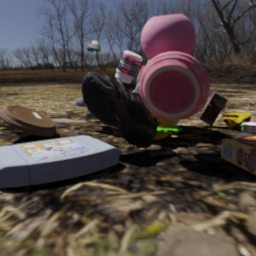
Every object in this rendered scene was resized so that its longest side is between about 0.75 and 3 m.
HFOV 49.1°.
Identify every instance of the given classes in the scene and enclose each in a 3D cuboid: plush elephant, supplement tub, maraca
[{"bbox_3d":[-0.194,-0.760,9.705,1.548,1.647,1.999,13,8,-45],"label":"plush elephant"},{"bbox_3d":[0.009,-1.911,8.819,0.620,0.883,0.620,23,20,-9],"label":"supplement tub"},{"bbox_3d":[0.880,-0.057,8.474,1.148,0.896,1.674,-8,16,-20],"label":"maraca"}]

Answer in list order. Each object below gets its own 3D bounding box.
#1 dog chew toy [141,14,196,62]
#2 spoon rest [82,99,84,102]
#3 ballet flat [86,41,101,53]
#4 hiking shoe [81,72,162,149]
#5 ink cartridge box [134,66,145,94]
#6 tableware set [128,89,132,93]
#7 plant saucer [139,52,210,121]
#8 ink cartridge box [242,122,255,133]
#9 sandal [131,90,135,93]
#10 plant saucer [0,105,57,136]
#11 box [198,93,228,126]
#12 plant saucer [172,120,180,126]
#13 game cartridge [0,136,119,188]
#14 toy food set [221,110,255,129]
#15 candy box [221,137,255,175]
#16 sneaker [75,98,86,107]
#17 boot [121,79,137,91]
[{"bbox_3d":[1.024,-1.660,7.000,1.331,2.137,1.331,-5,19,2],"label":"dog chew toy"},{"bbox_3d":[-1.320,-1.003,10.529,0.631,0.385,1.270,-39,22,-22],"label":"spoon rest"},{"bbox_3d":[-1.165,-2.775,9.486,0.406,0.384,1.206,17,7,-24],"label":"ballet flat"},{"bbox_3d":[-0.168,-0.580,7.357,0.923,2.437,1.227,-36,14,39],"label":"hiking shoe"},{"bbox_3d":[0.716,-1.329,8.860,0.905,0.511,1.233,21,40,-6],"label":"ink cartridge box"},{"bbox_3d":[0.023,-1.141,11.723,1.526,1.028,0.234,34,18,-9],"label":"tableware set"},{"bbox_3d":[1.003,-0.864,6.325,1.628,1.628,0.413,3,27,16],"label":"plant saucer"},{"bbox_3d":[4.397,0.002,9.659,0.863,0.291,0.506,5,13,23],"label":"ink cartridge box"},{"bbox_3d":[0.155,-1.186,12.755,0.337,1.497,0.562,33,51,22],"label":"sandal"},{"bbox_3d":[-3.080,-0.268,8.747,1.825,0.269,1.825,24,11,-5],"label":"plant saucer"},{"bbox_3d":[3.185,-0.700,10.531,0.577,1.153,0.432,29,13,8],"label":"box"},{"bbox_3d":[1.747,-1.254,9.812,0.685,2.730,2.730,4,12,1],"label":"plant saucer"},{"bbox_3d":[-1.590,0.653,6.129,2.567,0.533,1.710,-8,10,-33],"label":"game cartridge"},{"bbox_3d":[4.111,-0.267,10.474,1.538,0.502,0.905,-17,17,-42],"label":"toy food set"},{"bbox_3d":[2.967,0.643,6.016,1.059,0.512,1.814,-4,11,-14],"label":"candy box"},{"bbox_3d":[-2.399,-1.442,16.547,1.432,0.536,0.713,-3,-12,-1],"label":"sneaker"},{"bbox_3d":[0.361,-1.377,10.031,1.327,0.435,1.093,20,52,6],"label":"boot"}]
